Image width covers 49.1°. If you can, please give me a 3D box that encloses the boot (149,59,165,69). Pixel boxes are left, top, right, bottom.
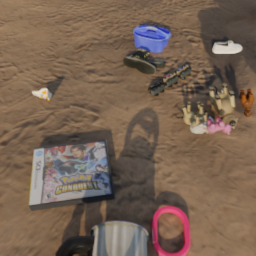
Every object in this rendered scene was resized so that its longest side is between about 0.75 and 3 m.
[{"bbox_3d":[1.390,-3.284,14.266,0.970,0.328,0.633,0,40,-10],"label":"boot"}]

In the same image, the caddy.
[{"bbox_3d":[1.283,-5.018,15.392,2.073,1.088,1.465,18,47,17],"label":"caddy"}]

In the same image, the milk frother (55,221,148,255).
[{"bbox_3d":[-0.334,3.186,6.022,2.367,2.623,2.467,22,42,-20],"label":"milk frother"}]

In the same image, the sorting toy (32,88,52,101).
[{"bbox_3d":[-3.773,-1.450,12.178,0.686,0.762,0.407,7,81,0],"label":"sorting toy"}]

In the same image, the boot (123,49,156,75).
[{"bbox_3d":[0.823,-3.401,14.111,1.804,0.651,1.362,24,48,22],"label":"boot"}]

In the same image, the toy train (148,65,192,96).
[{"bbox_3d":[1.981,-2.246,13.129,2.755,0.470,0.631,-32,42,-27],"label":"toy train"}]

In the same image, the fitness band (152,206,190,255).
[{"bbox_3d":[1.227,2.998,8.079,1.086,0.283,1.513,5,46,1],"label":"fitness band"}]

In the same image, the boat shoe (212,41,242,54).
[{"bbox_3d":[5.392,-4.412,15.156,1.634,0.560,0.588,-1,45,-1],"label":"boat shoe"}]

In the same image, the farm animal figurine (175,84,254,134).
[{"bbox_3d":[3.435,-0.426,10.823,2.778,1.397,2.243,-33,35,-24],"label":"farm animal figurine"}]

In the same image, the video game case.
[{"bbox_3d":[-1.908,1.488,9.494,2.655,0.339,2.400,-7,45,-6],"label":"video game case"}]
